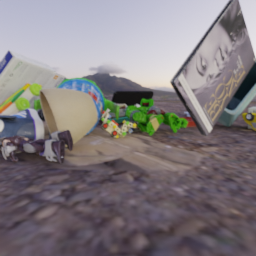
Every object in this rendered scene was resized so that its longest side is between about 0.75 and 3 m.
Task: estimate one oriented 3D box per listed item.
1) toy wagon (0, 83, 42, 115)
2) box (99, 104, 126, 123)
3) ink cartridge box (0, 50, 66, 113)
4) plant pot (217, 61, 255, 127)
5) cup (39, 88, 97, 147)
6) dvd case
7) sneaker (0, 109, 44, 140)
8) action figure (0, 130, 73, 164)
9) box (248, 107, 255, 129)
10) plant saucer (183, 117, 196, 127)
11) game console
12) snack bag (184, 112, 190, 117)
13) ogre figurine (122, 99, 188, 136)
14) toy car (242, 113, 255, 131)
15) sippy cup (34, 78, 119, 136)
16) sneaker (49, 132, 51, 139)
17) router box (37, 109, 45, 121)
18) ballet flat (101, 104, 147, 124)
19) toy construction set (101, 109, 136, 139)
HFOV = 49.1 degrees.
[{"bbox_3d":[-3.635,-0.812,9.084,1.958,0.499,2.524,-25,28,29],"label":"toy wagon"},{"bbox_3d":[-0.834,-0.710,13.032,1.123,0.840,2.242,0,5,-11],"label":"box"},{"bbox_3d":[-4.025,-1.427,10.516,0.529,2.603,2.608,49,16,22],"label":"ink cartridge box"},{"bbox_3d":[3.645,-1.351,10.732,2.240,2.246,2.288,36,-10,28],"label":"plant pot"},{"bbox_3d":[-1.316,-0.305,6.470,1.024,1.432,1.432,-19,14,-23],"label":"cup"},{"bbox_3d":[1.990,-1.284,6.131,0.196,2.457,1.827,21,-21,47],"label":"dvd case"},{"bbox_3d":[-3.155,-0.022,7.082,1.639,0.902,2.238,1,11,-29],"label":"sneaker"},{"bbox_3d":[-1.958,0.381,5.603,1.607,0.557,1.045,-2,13,17],"label":"action figure"},{"bbox_3d":[4.896,-0.362,10.298,0.789,0.793,0.679,5,12,38],"label":"box"},{"bbox_3d":[2.374,-0.239,11.465,1.447,0.266,1.444,-4,8,-22],"label":"plant saucer"},{"bbox_3d":[-0.157,-1.315,15.387,2.440,1.420,2.146,-4,8,-30],"label":"game console"},{"bbox_3d":[4.102,-0.714,15.505,1.771,0.201,1.878,0,8,-5],"label":"snack bag"},{"bbox_3d":[0.810,-0.355,9.217,2.229,1.094,1.336,-17,26,-31],"label":"ogre figurine"},{"bbox_3d":[5.338,-0.080,8.712,2.737,0.649,2.909,0,8,0],"label":"toy car"},{"bbox_3d":[-1.609,-0.582,8.911,2.398,1.883,1.757,-30,19,2],"label":"sippy cup"},{"bbox_3d":[-1.930,0.180,7.386,0.403,0.442,1.092,-3,8,-23],"label":"sneaker"},{"bbox_3d":[-5.393,-0.773,13.670,2.199,0.753,2.948,-5,9,-33],"label":"router box"},{"bbox_3d":[0.146,-0.630,11.680,2.544,0.810,0.857,-3,-25,-13],"label":"ballet flat"},{"bbox_3d":[-0.376,-0.109,8.162,1.087,0.712,0.501,34,-19,7],"label":"toy construction set"}]
